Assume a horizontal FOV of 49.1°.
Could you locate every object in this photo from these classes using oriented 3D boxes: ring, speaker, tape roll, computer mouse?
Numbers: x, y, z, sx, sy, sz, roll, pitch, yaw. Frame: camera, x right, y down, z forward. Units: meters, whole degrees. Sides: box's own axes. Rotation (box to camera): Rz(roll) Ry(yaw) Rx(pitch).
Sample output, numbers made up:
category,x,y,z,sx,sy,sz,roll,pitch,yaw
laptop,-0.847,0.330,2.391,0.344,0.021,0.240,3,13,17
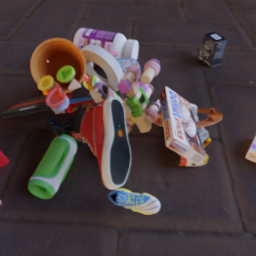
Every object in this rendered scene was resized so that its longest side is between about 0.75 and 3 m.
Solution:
category,x,y,z,sx,sy,sz,roll,pitch,yaw
ring,2.179,-0.462,10.458,2.550,0.245,2.550,-5,17,2
speaker,-2.384,1.195,9.058,0.931,0.931,2.104,9,45,10
tape roll,-1.160,-2.265,11.111,2.164,2.164,0.395,24,59,23
computer mouse,-1.628,0.023,10.204,2.613,0.689,1.809,-6,12,-22

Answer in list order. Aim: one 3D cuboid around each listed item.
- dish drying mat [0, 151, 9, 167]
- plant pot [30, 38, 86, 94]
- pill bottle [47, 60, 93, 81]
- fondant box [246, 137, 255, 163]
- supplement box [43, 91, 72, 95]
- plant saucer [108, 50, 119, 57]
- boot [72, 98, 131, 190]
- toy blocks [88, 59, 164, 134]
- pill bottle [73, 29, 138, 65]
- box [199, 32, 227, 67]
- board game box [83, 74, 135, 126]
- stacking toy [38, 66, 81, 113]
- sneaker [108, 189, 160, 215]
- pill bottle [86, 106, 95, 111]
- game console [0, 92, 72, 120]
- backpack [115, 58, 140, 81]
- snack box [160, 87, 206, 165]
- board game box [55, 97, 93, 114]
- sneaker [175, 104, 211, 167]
category,x,y,z,sx,sy,sz,roll,pitch,yaw
dish drying mat,-4.257,0.891,8.318,1.003,2.611,0.238,-15,75,-17
plant pot,-2.419,-2.174,10.217,1.890,1.890,1.323,-2,7,-2
pill bottle,-2.895,-3.115,13.316,2.215,1.243,1.243,21,48,20
fondant box,5.072,0.894,9.684,1.587,0.462,1.145,25,49,25
supplement box,-3.034,-1.850,12.519,0.860,0.502,1.365,28,50,25
plant saucer,-0.922,-3.138,12.198,1.034,0.262,1.034,-18,11,4
boot,-0.866,0.549,7.710,1.743,0.875,2.417,-19,66,35
toy blocks,0.371,-1.130,9.730,2.336,2.183,1.966,-14,29,29
pill bottle,-1.066,-3.884,13.834,2.946,1.654,1.654,12,45,12
box,4.251,-3.956,14.114,0.720,1.345,0.998,-18,47,-18
board game box,-0.689,-1.117,10.539,2.416,0.362,1.154,37,20,-24
stacking toy,-2.076,-1.209,8.937,1.288,0.601,1.422,-32,55,2
sneaker,0.089,1.983,7.460,1.440,0.756,0.545,5,83,31
pill bottle,-1.531,-0.489,11.151,0.428,0.428,0.763,6,43,6
game console,-3.343,-0.839,10.461,2.258,0.350,1.997,-11,20,11
backpack,-0.112,-2.510,12.359,1.317,1.383,1.065,-8,7,-7
snack box,1.475,-0.189,8.004,1.047,0.354,2.912,30,30,-15
board game box,-1.978,-0.875,10.926,2.096,0.408,1.656,-6,13,22
sneaker,2.339,0.269,10.062,1.107,1.049,2.695,9,54,3
